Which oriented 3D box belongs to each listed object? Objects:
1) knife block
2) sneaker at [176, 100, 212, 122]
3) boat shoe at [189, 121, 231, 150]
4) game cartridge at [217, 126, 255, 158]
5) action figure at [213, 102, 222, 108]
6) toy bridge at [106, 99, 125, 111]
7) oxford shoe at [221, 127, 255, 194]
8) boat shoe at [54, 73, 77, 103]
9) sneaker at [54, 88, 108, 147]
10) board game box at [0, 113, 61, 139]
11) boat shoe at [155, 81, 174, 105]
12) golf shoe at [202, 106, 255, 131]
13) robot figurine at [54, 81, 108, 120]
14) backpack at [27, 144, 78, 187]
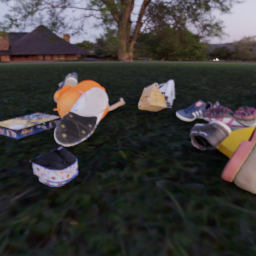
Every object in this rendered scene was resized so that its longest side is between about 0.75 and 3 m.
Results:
[{"bbox_3d":[1.284,-1.014,12.319,0.584,1.603,1.826,-24,29,34],"label":"knife block"},{"bbox_3d":[2.600,-0.726,10.924,1.675,0.708,0.628,-10,44,-35],"label":"sneaker"},{"bbox_3d":[2.050,0.291,7.689,0.608,0.713,2.132,-47,-3,-11],"label":"boat shoe"},{"bbox_3d":[3.754,0.531,7.916,2.144,0.348,1.890,-12,26,-15],"label":"game cartridge"},{"bbox_3d":[4.138,-0.843,12.631,0.693,0.370,1.065,30,20,-3],"label":"action figure"},{"bbox_3d":[-0.947,-0.983,12.905,1.661,0.226,0.558,-14,34,-3],"label":"toy bridge"},{"bbox_3d":[3.393,0.452,6.668,1.092,1.029,2.920,34,63,25],"label":"oxford shoe"},{"bbox_3d":[-3.140,-1.987,14.144,0.780,2.083,0.644,24,47,-17],"label":"boat shoe"},{"bbox_3d":[-1.476,-0.274,8.959,1.016,1.024,2.827,36,40,-6],"label":"sneaker"},{"bbox_3d":[-3.694,-0.120,10.462,1.343,0.343,1.983,11,21,33],"label":"board game box"},{"bbox_3d":[1.766,-1.777,14.946,1.267,1.098,2.972,-1,25,16],"label":"boat shoe"},{"bbox_3d":[3.630,-0.249,10.116,2.015,0.928,0.731,9,40,41],"label":"golf shoe"},{"bbox_3d":[-1.853,-1.005,11.205,1.478,1.823,2.534,-26,12,30],"label":"robot figurine"},{"bbox_3d":[-1.628,0.918,6.414,0.919,0.743,0.965,10,30,36],"label":"backpack"}]
